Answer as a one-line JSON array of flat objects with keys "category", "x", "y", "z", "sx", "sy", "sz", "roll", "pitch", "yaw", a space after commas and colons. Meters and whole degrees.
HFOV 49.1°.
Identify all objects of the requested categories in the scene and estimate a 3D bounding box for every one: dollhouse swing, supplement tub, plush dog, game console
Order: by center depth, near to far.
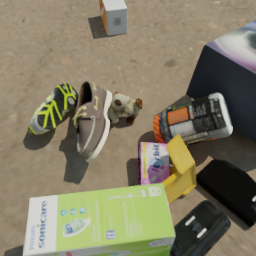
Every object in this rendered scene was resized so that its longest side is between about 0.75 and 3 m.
[{"category": "game console", "x": 1.885, "y": 1.853, "z": 6.313, "sx": 2.769, "sy": 0.334, "sz": 1.634, "roll": -33, "pitch": 56, "yaw": -27}, {"category": "dollhouse swing", "x": 0.916, "y": 1.030, "z": 6.375, "sx": 1.074, "sy": 1.222, "sz": 1.111, "roll": -23, "pitch": 54, "yaw": -1}, {"category": "supplement tub", "x": 1.619, "y": -0.127, "z": 7.171, "sx": 1.793, "sy": 1.099, "sz": 1.099, "roll": -16, "pitch": 44, "yaw": 26}, {"category": "plush dog", "x": -0.048, "y": -0.599, "z": 7.981, "sx": 0.890, "sy": 1.036, "sz": 0.832, "roll": 22, "pitch": 46, "yaw": -9}]

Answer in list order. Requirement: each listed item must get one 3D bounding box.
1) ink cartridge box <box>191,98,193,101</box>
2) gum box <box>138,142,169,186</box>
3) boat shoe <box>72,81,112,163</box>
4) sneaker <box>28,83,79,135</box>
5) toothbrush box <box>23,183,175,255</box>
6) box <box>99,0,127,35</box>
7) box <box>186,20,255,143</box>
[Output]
[{"category": "ink cartridge box", "x": 2.332, "y": -0.813, "z": 8.541, "sx": 0.705, "sy": 0.405, "sz": 0.972, "roll": 3, "pitch": 48, "yaw": 1}, {"category": "gum box", "x": 0.611, "y": 0.984, "z": 6.807, "sx": 0.684, "sy": 0.398, "sz": 1.205, "roll": 5, "pitch": 59, "yaw": -8}, {"category": "boat shoe", "x": -1.027, "y": -0.287, "z": 7.372, "sx": 0.831, "sy": 1.003, "sz": 2.791, "roll": 34, "pitch": 34, "yaw": -24}, {"category": "sneaker", "x": -2.160, "y": -0.599, "z": 8.070, "sx": 0.824, "sy": 0.813, "sz": 2.156, "roll": -25, "pitch": 19, "yaw": 32}, {"category": "toothbrush box", "x": -0.476, "y": 2.002, "z": 5.239, "sx": 2.385, "sy": 1.737, "sz": 1.027, "roll": -4, "pitch": 49, "yaw": -5}, {"category": "box", "x": -0.627, "y": -4.777, "z": 11.518, "sx": 0.847, "sy": 1.081, "sz": 1.738, "roll": -10, "pitch": 50, "yaw": -8}, {"category": "box", "x": 3.766, "y": -1.317, "z": 7.737, "sx": 2.891, "sy": 1.796, "sz": 2.915, "roll": -32, "pitch": 60, "yaw": -33}]
